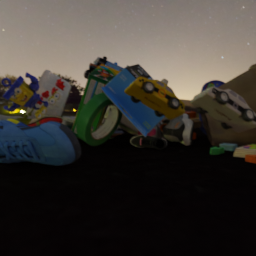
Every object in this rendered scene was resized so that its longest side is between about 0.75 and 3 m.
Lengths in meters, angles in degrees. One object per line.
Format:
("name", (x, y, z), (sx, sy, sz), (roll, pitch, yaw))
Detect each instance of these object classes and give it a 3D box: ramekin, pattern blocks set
("ramekin", (-3.678, -1.133, 13.097), (1.353, 2.906, 2.906), (19, -1, -12))
("pattern blocks set", (3.448, 0.573, 6.613), (2.842, 0.230, 2.498), (2, 4, 27))

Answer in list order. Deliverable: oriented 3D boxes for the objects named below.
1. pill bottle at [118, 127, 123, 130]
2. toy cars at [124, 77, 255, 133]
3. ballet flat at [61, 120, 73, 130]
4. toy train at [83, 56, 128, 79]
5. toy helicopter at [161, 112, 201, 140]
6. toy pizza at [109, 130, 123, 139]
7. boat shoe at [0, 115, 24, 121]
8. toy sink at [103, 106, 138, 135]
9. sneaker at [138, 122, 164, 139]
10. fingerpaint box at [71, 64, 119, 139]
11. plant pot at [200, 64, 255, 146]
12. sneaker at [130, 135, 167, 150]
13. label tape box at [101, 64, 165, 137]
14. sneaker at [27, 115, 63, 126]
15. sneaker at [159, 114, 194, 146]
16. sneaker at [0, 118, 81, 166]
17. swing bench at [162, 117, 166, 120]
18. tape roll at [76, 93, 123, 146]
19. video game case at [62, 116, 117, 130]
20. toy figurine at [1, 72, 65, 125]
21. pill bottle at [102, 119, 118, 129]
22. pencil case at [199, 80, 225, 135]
("pill bottle", (-0.018, -0.528, 16.192), (1.339, 1.339, 2.414), (-2, 4, -27))
("toy cars", (1.273, -0.601, 5.740), (2.710, 0.600, 1.215), (12, -25, 22))
("ballet flat", (-2.690, -0.075, 12.528), (0.805, 0.841, 2.390), (-3, 2, 24))
("toy train", (-0.658, -2.347, 13.372), (2.809, 1.605, 1.217), (24, -14, -4))
("toy helicopter", (2.323, -0.201, 11.991), (1.767, 1.054, 2.672), (2, 7, 32))
("toy pizza", (-1.157, 0.249, 11.542), (1.935, 0.307, 1.935), (2, 1, 0))
("boat shoe", (-4.912, 0.025, 12.040), (2.410, 0.843, 0.799), (8, -27, 16))
("toy sink", (-0.294, -0.749, 12.152), (2.412, 1.351, 1.572), (32, -8, -20))
("sneaker", (0.881, 0.040, 9.983), (0.988, 0.911, 2.240), (-1, 4, -2))
("fingerpaint box", (-1.114, -0.915, 9.914), (0.834, 2.275, 1.898), (21, 22, -2))
("plant pot", (3.438, -0.494, 8.474), (2.265, 2.610, 2.610), (-15, 1, 10))
("sneaker", (0.590, 0.398, 7.968), (1.069, 0.378, 0.530), (5, -2, 3))
("label tape box", (0.409, -0.954, 8.521), (0.851, 1.845, 2.575), (-43, 1, 20))
("sneaker", (-3.284, 0.011, 10.539), (1.807, 0.767, 0.696), (-15, -15, 3))
("sneaker", (1.563, -0.041, 9.496), (1.014, 0.945, 2.558), (7, 6, 4))
("sneaker", (-2.118, 0.400, 5.561), (2.748, 0.906, 1.077), (6, 26, 37))
("swing bench", (1.588, -0.119, 12.922), (1.393, 0.908, 1.400), (1, 3, 2))
("tape roll", (-0.841, -0.253, 8.607), (0.402, 1.672, 1.672), (32, 19, 26))
("video game case", (-1.611, -0.199, 11.927), (1.955, 0.174, 1.399), (14, 6, 21))
("toy figurine", (-3.410, -1.006, 8.935), (1.523, 2.543, 1.341), (38, 21, -31))
("pill bottle", (-1.103, -0.210, 13.377), (1.191, 0.664, 0.664), (24, -6, -22))
("pencil case", (3.436, -0.665, 11.050), (1.250, 1.123, 2.877), (41, -11, 26))
